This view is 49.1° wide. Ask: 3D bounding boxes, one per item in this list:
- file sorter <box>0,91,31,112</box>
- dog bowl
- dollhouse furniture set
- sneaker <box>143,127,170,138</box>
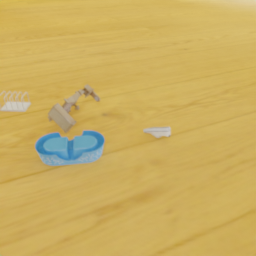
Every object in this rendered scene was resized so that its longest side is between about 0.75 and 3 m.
[{"bbox_3d":[-4.401,-1.046,10.849,0.955,0.595,0.663,2,34,3],"label":"file sorter"},{"bbox_3d":[-1.702,0.619,8.381,2.022,0.501,1.127,-5,33,-6],"label":"dog bowl"},{"bbox_3d":[-1.938,-0.643,10.150,0.887,1.039,2.004,47,42,-3],"label":"dollhouse furniture set"},{"bbox_3d":[0.930,0.165,9.197,0.995,0.352,0.363,-1,8,39],"label":"sneaker"}]
